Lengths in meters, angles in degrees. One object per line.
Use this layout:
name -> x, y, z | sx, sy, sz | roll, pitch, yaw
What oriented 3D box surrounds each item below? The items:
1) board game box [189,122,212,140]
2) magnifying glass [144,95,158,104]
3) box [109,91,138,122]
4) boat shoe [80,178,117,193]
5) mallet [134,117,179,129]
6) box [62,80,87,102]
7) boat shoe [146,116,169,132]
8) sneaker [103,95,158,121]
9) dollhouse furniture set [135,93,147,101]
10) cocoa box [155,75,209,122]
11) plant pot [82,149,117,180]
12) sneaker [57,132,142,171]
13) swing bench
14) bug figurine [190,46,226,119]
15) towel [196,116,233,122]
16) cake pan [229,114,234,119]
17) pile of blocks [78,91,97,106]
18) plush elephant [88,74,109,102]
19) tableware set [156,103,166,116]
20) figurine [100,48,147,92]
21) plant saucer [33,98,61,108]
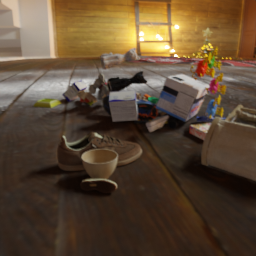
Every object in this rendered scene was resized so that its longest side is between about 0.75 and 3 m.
board game box -> 3.282, 0.112, 10.735 | 1.467, 0.340, 1.111 | -8, 20, -22
magnifying glass -> 1.330, -1.696, 16.403 | 0.699, 0.197, 1.757 | -6, 22, -17
box -> -0.187, -0.909, 11.873 | 1.117, 1.215, 0.637 | -3, 48, 4
boat shoe -> -0.705, 1.387, 7.009 | 0.928, 0.343, 0.343 | 5, 13, 14
mallet -> 1.231, -0.275, 11.974 | 1.890, 0.389, 0.623 | 4, 19, 24
box -> -3.062, -2.138, 16.170 | 1.106, 0.580, 1.017 | -40, 3, 25
boat shoe -> 1.208, -0.167, 11.468 | 1.276, 0.426, 0.469 | -22, 12, -37
sneaker -> 0.106, -0.927, 13.040 | 2.766, 1.042, 1.085 | 16, 18, 16
dollhouse furniture set -> 0.829, -1.154, 14.786 | 1.492, 0.728, 1.272 | 35, 13, 9
cocoa box -> 2.421, -1.369, 12.311 | 1.487, 1.464, 2.230 | 27, 23, 19
plant pot -> -0.757, 1.043, 7.536 | 0.950, 0.638, 0.950 | 0, 18, 0
sneaker -> -0.774, 0.596, 8.314 | 2.602, 0.983, 0.917 | -9, 21, -23
swing bench -> 3.707, 0.425, 8.079 | 2.273, 1.482, 2.285 | 17, 26, 41
bug figurine -> 3.250, -1.822, 11.140 | 0.710, 2.761, 2.141 | -1, 40, 32
towel -> 3.813, -0.377, 11.757 | 1.724, 0.206, 1.248 | 2, -1, 2
cake pan -> 5.077, -0.472, 12.729 | 0.984, 0.180, 0.984 | 0, 18, 0
pile of blocks -> -2.280, -1.549, 15.478 | 0.624, 0.824, 2.007 | -48, 23, -7
plush elephant -> -1.356, -2.105, 14.620 | 1.234, 1.160, 1.498 | -35, -5, 17
tableware set -> 2.367, -1.132, 14.161 | 1.614, 0.489, 2.442 | 21, 28, 9
figurine -> -0.205, -2.919, 13.987 | 1.983, 2.032, 0.875 | -17, 2, -12
plant saucer -> -4.413, -1.386, 15.291 | 1.130, 0.271, 1.132 | 5, 19, 15
